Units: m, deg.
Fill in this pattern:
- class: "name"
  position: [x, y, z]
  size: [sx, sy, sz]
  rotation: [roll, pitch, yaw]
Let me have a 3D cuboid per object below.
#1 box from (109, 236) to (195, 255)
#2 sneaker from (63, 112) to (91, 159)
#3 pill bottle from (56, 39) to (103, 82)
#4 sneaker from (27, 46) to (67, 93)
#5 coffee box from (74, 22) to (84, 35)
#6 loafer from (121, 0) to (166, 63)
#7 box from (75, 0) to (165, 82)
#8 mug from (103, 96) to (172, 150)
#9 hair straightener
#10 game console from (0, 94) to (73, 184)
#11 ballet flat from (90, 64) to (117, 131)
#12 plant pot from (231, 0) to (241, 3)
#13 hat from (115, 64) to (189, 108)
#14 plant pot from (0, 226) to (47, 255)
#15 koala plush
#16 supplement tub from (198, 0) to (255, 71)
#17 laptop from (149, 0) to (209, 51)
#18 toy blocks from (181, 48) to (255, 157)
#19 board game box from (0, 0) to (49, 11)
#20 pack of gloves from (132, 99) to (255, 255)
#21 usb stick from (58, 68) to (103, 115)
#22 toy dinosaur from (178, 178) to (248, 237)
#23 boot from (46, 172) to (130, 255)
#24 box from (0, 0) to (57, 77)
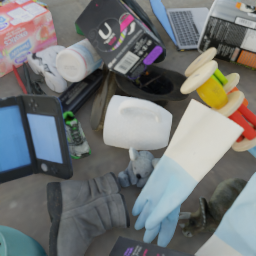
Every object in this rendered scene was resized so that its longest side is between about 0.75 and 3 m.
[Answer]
- class: "box"
  position: [0.538, 2.561, 4.024]
  size: [2.090, 1.108, 1.277]
  rotation: [-9, 37, 48]
- class: "sneaker"
  position: [-1.274, 0.169, 6.438]
  size: [0.537, 0.587, 1.377]
  rotation: [-16, 48, -27]
- class: "pill bottle"
  position: [-1.191, -1.925, 7.681]
  size: [0.860, 0.860, 1.582]
  rotation: [19, 36, 14]
- class: "sneaker"
  position: [-2.119, -1.835, 8.279]
  size: [1.073, 0.701, 1.866]
  rotation: [-36, 57, -21]
- class: "coffee box"
  position: [-0.516, -3.518, 9.671]
  size: [2.273, 0.500, 1.397]
  rotation: [25, 59, 18]
- class: "loafer"
  position: [0.336, -3.150, 8.451]
  size: [2.591, 0.943, 0.937]
  rotation: [51, 42, -13]
- class: "box"
  position: [-0.239, -2.339, 7.005]
  size: [1.217, 1.056, 1.991]
  rotation: [-45, 61, 20]
- class: "mug"
  position: [0.264, -0.153, 6.407]
  size: [1.423, 1.623, 1.199]
  rotation: [11, 65, 9]
- class: "hair straightener"
  position: [-2.784, -1.298, 8.084]
  size: [0.688, 0.366, 1.788]
  rotation: [-22, 56, -16]
- class: "game console"
  position: [-2.167, 0.324, 5.738]
  size: [1.581, 1.852, 1.096]
  rotation: [7, 24, 30]
- class: "ballet flat"
  position: [-0.499, -0.977, 7.580]
  size: [0.574, 0.834, 2.475]
  rotation: [25, 55, -26]
- class: "plant pot"
  position: [3.577, -4.077, 9.868]
  size: [0.752, 1.123, 1.123]
  rotation: [-17, 49, 21]
- class: "hat"
  position: [0.602, -0.972, 7.521]
  size: [2.001, 0.807, 2.001]
  rotation: [5, 38, -4]
- class: "plant pot"
  position: [-2.301, 2.342, 4.556]
  size: [1.661, 1.561, 1.661]
  rotation: [0, 53, 1]
- class: "koala plush"
  position: [0.320, 0.820, 6.013]
  size: [0.905, 1.020, 0.937]
  rotation: [23, 59, 14]
- class: "supplement tub"
  position: [3.593, -2.648, 8.264]
  size: [2.703, 1.656, 1.656]
  rotation: [22, 56, 11]
- class: "laptop"
  position: [1.866, -3.943, 9.395]
  size: [2.612, 1.514, 2.445]
  rotation: [-4, 53, -3]
- class: "toy blocks"
  position: [2.572, -0.495, 6.828]
  size: [2.689, 0.977, 2.242]
  rotation: [45, 31, -10]
- class: "board game box"
  position: [-4.004, -4.233, 10.262]
  size: [1.724, 0.489, 1.425]
  rotation: [28, 60, 20]
- class: "pack of gloves"
  position: [1.260, 1.382, 4.652]
  size: [2.485, 2.958, 0.584]
  rotation: [38, 23, 31]
- class: "usb stick"
  position: [-1.509, -0.798, 7.691]
  size: [0.714, 0.420, 2.574]
  rotation: [22, 56, 22]
- class: "toy dinosaur"
  position: [2.147, 1.513, 5.626]
  size: [2.306, 0.888, 1.179]
  rotation: [-34, 72, -19]
- class: "boot"
  position: [-0.677, 1.967, 5.320]
  size: [1.571, 0.833, 2.386]
  rotation: [-6, 60, -13]
- class: "box"
  position: [-3.715, -2.746, 8.618]
  size: [1.376, 1.270, 2.682]
  rotation: [36, 60, 24]
